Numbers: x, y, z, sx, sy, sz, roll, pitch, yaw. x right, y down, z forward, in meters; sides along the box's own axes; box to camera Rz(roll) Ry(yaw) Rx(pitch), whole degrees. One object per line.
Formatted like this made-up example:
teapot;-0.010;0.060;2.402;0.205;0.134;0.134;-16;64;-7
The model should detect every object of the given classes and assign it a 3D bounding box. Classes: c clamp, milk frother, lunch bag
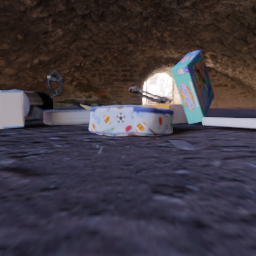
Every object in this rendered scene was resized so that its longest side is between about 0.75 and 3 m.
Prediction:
c clamp;0.693;-1.034;8.731;1.450;0.196;1.238;19;-3;8
milk frother;-3.817;-1.364;11.617;1.897;2.102;1.977;5;6;11
lunch bag;0.059;-0.178;6.178;1.743;0.659;1.397;5;5;37

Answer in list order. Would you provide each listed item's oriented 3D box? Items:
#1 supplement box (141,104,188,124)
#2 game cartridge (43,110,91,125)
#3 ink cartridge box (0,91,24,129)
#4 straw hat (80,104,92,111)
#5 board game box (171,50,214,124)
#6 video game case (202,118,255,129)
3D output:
supplement box;1.373;-0.492;9.630;1.103;0.644;1.750;4;6;38
game cartridge;-2.109;-0.387;9.793;1.653;0.502;2.480;2;4;-17
ink cartridge box;-3.659;-0.536;7.813;1.016;0.990;1.580;-7;9;-36
straw hat;-1.459;-0.585;11.643;1.217;0.515;1.217;15;3;-1
board game box;2.268;-1.473;9.481;0.546;1.844;2.425;-12;19;29
video game case;3.271;-0.100;7.042;1.884;0.227;2.067;0;3;-42
